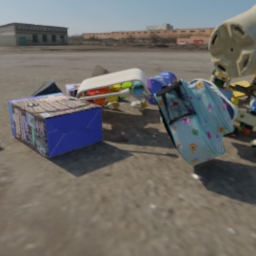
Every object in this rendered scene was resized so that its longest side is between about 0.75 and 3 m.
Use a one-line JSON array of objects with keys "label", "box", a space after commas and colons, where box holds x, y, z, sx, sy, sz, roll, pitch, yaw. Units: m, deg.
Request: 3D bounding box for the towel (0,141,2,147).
[{"label": "towel", "box": [-4.229, 0.507, 7.871, 0.863, 0.243, 1.008, 11, 22, 31]}]

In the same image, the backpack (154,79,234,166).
[{"label": "backpack", "box": [1.675, -0.117, 6.777, 1.482, 1.934, 1.700, -19, -17, 26]}]

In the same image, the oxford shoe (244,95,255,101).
[{"label": "oxford shoe", "box": [6.028, -1.488, 13.735, 0.892, 0.258, 0.335, -12, 25, -25]}]

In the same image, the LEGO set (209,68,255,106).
[{"label": "LEGO set", "box": [4.423, -2.221, 11.384, 2.458, 1.890, 1.424, 28, 11, 6]}]

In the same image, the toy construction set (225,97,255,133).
[{"label": "toy construction set", "box": [3.552, -0.654, 9.670, 2.908, 1.340, 1.907, 7, 9, 9]}]

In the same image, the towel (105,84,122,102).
[{"label": "towel", "box": [-0.953, -1.107, 10.861, 0.243, 1.585, 1.182, 45, 31, -5]}]

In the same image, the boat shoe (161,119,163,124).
[{"label": "boat shoe", "box": [1.314, -0.470, 9.855, 0.294, 0.843, 0.300, 15, -24, -1]}]

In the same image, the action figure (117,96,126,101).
[{"label": "action figure", "box": [-0.580, -1.548, 13.566, 0.949, 0.513, 0.981, 4, 18, 38]}]

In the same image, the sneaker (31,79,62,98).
[{"label": "sneaker", "box": [-3.748, -1.506, 13.117, 1.521, 1.099, 0.578, -23, 31, 31]}]

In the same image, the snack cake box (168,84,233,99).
[{"label": "snack cake box", "box": [3.069, -1.353, 12.346, 1.496, 0.874, 2.602, -8, 20, -26]}]

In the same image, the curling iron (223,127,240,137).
[{"label": "curling iron", "box": [2.999, 0.146, 8.991, 1.133, 0.145, 0.281, -2, 59, 25]}]

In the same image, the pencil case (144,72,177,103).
[{"label": "pencil case", "box": [1.572, -2.108, 14.111, 1.298, 1.166, 2.989, 7, 20, 20]}]

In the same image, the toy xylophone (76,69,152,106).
[{"label": "toy xylophone", "box": [-0.602, -1.210, 9.277, 2.742, 0.689, 2.008, -7, 31, 17]}]

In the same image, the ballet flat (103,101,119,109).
[{"label": "ballet flat", "box": [-0.794, -1.004, 12.272, 0.373, 0.406, 1.183, -37, 29, -19]}]

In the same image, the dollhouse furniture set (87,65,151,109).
[{"label": "dollhouse furniture set", "box": [-0.363, -1.188, 11.244, 2.475, 1.615, 2.337, 27, 10, -2]}]

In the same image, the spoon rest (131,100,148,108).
[{"label": "spoon rest", "box": [0.548, -1.102, 12.618, 0.474, 0.289, 0.954, 31, 45, 34]}]

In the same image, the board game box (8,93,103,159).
[{"label": "board game box", "box": [-2.216, -0.196, 8.517, 1.873, 1.138, 2.349, -17, 26, -41]}]

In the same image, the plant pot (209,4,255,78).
[{"label": "plant pot", "box": [4.336, -2.910, 9.617, 2.567, 2.804, 2.804, -23, 27, -26]}]

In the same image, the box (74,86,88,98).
[{"label": "box", "box": [-1.728, -1.543, 13.116, 1.242, 0.765, 1.232, 3, 20, 10]}]

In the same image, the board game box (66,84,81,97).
[{"label": "board game box", "box": [-2.501, -2.113, 15.404, 1.721, 0.354, 1.717, -5, 19, -16]}]

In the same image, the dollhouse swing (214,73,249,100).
[{"label": "dollhouse swing", "box": [4.954, -2.115, 13.302, 1.320, 1.365, 1.502, -26, 28, 24]}]

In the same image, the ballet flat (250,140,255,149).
[{"label": "ballet flat", "box": [3.785, 0.363, 7.682, 1.474, 0.419, 0.490, -2, 2, -39]}]

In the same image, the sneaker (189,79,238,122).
[{"label": "sneaker", "box": [2.283, -0.872, 8.251, 0.839, 0.744, 1.985, 1, 34, -34]}]
